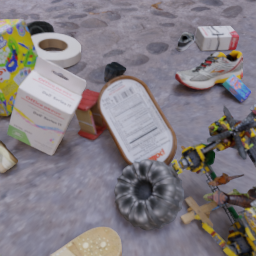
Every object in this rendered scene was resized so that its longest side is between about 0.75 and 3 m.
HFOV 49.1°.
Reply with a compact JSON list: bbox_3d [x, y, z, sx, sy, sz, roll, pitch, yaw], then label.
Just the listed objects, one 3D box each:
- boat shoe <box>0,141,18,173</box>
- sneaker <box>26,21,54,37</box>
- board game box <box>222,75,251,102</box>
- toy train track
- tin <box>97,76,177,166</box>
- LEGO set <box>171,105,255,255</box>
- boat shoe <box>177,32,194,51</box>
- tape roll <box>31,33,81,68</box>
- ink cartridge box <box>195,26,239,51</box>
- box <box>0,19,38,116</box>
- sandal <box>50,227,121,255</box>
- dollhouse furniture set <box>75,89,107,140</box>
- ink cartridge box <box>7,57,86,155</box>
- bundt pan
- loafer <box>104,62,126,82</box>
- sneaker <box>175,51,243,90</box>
[{"bbox_3d":[-3.105,0.525,6.514,1.418,0.512,0.461,34,72,33],"label":"boat shoe"},{"bbox_3d":[-4.044,-3.473,10.555,2.571,0.976,1.167,-29,40,-32],"label":"sneaker"},{"bbox_3d":[3.238,-1.184,8.313,0.764,0.172,0.581,45,51,7],"label":"board game box"},{"bbox_3d":[1.610,1.598,5.537,1.258,0.205,0.722,-21,44,-15],"label":"toy train track"},{"bbox_3d":[0.178,-0.102,6.353,1.311,0.490,2.341,-31,79,7],"label":"tin"},{"bbox_3d":[1.668,1.017,4.407,1.466,1.946,2.530,-7,72,-46],"label":"LEGO set"},{"bbox_3d":[2.236,-3.457,10.836,0.481,0.445,1.302,25,48,24],"label":"boat shoe"},{"bbox_3d":[-2.664,-2.784,9.981,2.004,0.366,2.004,6,42,-5],"label":"tape roll"},{"bbox_3d":[3.370,-3.443,10.733,1.348,0.564,0.972,-4,43,-4],"label":"ink cartridge box"},{"bbox_3d":[-3.551,-1.706,7.769,1.208,1.907,1.980,7,42,21],"label":"box"},{"bbox_3d":[-1.381,2.407,4.110,3.103,1.021,1.138,-32,52,-30],"label":"sandal"},{"bbox_3d":[-1.469,-0.516,7.335,1.866,1.004,0.759,18,46,27],"label":"dollhouse furniture set"},{"bbox_3d":[-1.827,-0.399,6.170,1.200,2.049,0.690,27,44,-9],"label":"ink cartridge box"},{"bbox_3d":[0.331,1.209,5.316,1.385,0.520,1.385,-9,65,20],"label":"bundt pan"},{"bbox_3d":[-0.433,-1.742,8.726,0.484,0.481,1.330,32,24,10],"label":"loafer"},{"bbox_3d":[2.500,-1.854,8.649,2.354,0.967,0.916,-16,34,-18],"label":"sneaker"}]
